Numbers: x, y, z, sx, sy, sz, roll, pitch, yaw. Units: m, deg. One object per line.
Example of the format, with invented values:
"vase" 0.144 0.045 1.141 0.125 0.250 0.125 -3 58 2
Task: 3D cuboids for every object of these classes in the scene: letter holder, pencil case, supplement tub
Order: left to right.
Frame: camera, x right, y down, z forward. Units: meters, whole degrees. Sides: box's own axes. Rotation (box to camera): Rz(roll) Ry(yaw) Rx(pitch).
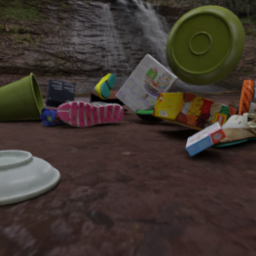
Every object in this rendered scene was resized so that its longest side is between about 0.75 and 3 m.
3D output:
"pencil case" -2.776 -0.507 11.427 0.798 0.717 1.837 9 11 27
"letter holder" -0.819 -1.330 15.212 2.119 1.066 1.506 -7 22 -33
"supplement tub" 5.173 -0.761 9.075 2.843 1.741 1.741 7 10 18

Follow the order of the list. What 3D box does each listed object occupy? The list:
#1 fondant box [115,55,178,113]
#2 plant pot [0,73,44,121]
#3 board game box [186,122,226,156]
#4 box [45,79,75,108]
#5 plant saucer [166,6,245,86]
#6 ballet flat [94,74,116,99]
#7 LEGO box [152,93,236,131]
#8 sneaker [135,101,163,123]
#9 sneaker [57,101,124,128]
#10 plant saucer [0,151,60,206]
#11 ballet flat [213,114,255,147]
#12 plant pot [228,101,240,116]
"fondant box" 0.805 -1.788 12.411 1.680 2.328 0.678 41 17 8
"plant pot" -4.962 -1.139 12.366 2.051 2.160 2.160 -14 11 -8
"board game box" 1.769 0.236 6.429 0.861 0.227 1.125 -32 -1 17
"box" -2.684 -1.308 11.121 1.044 0.951 0.544 10 -28 -21
"plant saucer" 1.932 -2.187 7.382 2.119 2.119 0.329 5 4 29
"ballet flat" -0.763 -1.223 8.573 0.498 0.497 1.487 -14 27 21
"LEGO box" 1.990 -0.476 8.978 1.681 0.871 2.257 16 2 -16
"sneaker" 1.334 -0.814 11.449 2.240 0.954 0.874 -10 -27 27
"sneaker" -1.565 -0.556 11.138 2.677 0.987 1.171 -4 5 -30
"plant saucer" -2.062 0.695 4.524 1.861 0.467 1.861 0 8 0
"ballet flat" 3.131 0.015 7.739 2.404 0.785 0.848 -6 1 -36
"plant pot" 5.573 -0.864 14.064 0.786 0.786 0.841 -2 25 -15
